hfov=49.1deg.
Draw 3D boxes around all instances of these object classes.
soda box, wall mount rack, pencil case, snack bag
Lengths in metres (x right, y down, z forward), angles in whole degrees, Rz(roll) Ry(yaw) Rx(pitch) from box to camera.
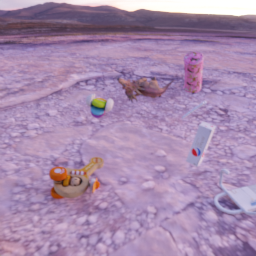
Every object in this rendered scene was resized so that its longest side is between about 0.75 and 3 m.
[{"bbox_3d":[2.084,0.476,8.085,0.394,1.238,0.421,25,27,23],"label":"soda box"},{"bbox_3d":[3.902,1.858,7.864,2.669,0.995,2.319,-9,27,-16],"label":"wall mount rack"},{"bbox_3d":[2.085,-1.762,9.045,0.609,1.470,0.636,10,58,16],"label":"pencil case"},{"bbox_3d":[2.391,-0.653,10.071,0.943,0.107,1.001,-36,-4,20],"label":"snack bag"}]

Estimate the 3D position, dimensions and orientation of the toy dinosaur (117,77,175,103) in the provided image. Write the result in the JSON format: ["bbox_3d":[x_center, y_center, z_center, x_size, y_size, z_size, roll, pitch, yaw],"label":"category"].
[{"bbox_3d":[0.780,-1.623,11.891,2.436,1.046,1.651,0,12,3],"label":"toy dinosaur"}]

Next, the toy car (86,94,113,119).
[{"bbox_3d":[-0.949,-0.666,9.029,0.837,0.717,0.956,16,10,-2],"label":"toy car"}]

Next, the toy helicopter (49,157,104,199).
[{"bbox_3d":[-1.351,1.501,8.833,1.446,0.863,2.187,14,27,22],"label":"toy helicopter"}]
